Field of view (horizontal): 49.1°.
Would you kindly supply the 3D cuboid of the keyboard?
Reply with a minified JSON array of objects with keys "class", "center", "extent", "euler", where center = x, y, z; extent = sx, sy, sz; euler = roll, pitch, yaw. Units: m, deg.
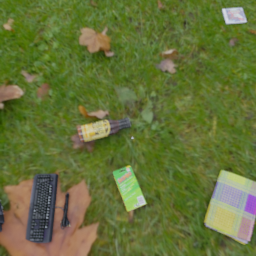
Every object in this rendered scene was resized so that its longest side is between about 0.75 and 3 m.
[{"class":"keyboard","center":[-2.707,2.742,9.711],"extent":[1.473,0.239,2.318],"euler":[0,68,0]}]

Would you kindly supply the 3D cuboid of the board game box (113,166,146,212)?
[{"class":"board game box","center":[0.027,2.138,9.963],"extent":[0.707,0.222,1.480],"euler":[-19,70,-12]}]

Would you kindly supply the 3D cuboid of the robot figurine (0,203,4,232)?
[{"class":"robot figurine","center":[-4.601,2.889,9.326],"extent":[1.009,0.838,1.344],"euler":[-18,68,-11]}]

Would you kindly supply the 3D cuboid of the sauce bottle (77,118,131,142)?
[{"class":"sauce bottle","center":[-0.912,0.017,10.651],"extent":[1.990,0.657,0.657],"euler":[-16,68,-7]}]

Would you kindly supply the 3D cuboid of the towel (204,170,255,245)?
[{"class":"towel","center":[3.631,2.692,9.725],"extent":[1.563,0.248,2.176],"euler":[20,68,9]}]

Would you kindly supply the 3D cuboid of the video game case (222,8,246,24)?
[{"class":"video game case","center":[4.987,-5.273,13.186],"extent":[0.958,0.110,0.873],"euler":[-5,67,-2]}]
